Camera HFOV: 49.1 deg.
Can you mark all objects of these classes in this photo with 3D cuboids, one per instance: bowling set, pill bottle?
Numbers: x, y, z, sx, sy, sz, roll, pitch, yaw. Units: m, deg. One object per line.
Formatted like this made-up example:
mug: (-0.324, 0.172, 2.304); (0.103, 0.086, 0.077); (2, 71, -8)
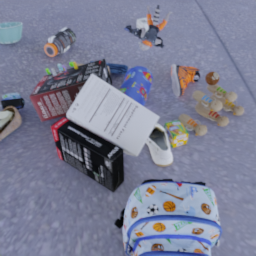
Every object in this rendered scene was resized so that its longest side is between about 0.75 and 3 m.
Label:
bowling set: (3.091, -0.929, 9.915); (2.569, 1.788, 1.379); (-33, 53, -26)
pill bottle: (-3.444, -4.253, 14.068); (0.965, 0.965, 1.817); (15, 44, 16)

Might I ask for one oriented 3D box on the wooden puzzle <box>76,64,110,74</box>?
wooden puzzle: (-1.524, -2.399, 12.012); (1.439, 0.360, 1.554); (4, 1, -1)

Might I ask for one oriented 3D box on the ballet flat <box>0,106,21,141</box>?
ballet flat: (-4.595, 0.162, 9.204); (0.908, 0.897, 2.668); (25, 47, 6)

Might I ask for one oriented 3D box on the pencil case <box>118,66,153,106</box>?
pencil case: (0.046, -1.174, 10.545); (1.274, 1.145, 2.934); (-9, 37, 29)

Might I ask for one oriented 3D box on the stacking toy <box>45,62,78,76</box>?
stacking toy: (-2.296, -2.093, 9.716); (0.916, 0.285, 1.215); (-18, 7, 1)

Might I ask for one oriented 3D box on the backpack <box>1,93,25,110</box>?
backpack: (-4.270, -0.962, 10.427); (0.795, 0.638, 0.868); (-10, 2, -14)

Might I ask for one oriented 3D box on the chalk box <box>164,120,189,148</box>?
chalk box: (1.574, 0.132, 9.552); (0.569, 0.566, 0.915); (-14, 45, -16)

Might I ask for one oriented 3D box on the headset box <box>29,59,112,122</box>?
headset box: (-2.094, -1.388, 10.193); (2.845, 1.067, 2.115); (-14, 29, 6)

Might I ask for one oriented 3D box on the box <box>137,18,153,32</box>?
box: (1.080, -5.903, 16.160); (0.900, 0.588, 0.895); (-19, 46, -19)

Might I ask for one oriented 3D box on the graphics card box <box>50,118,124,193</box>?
graphics card box: (-1.174, 0.770, 8.203); (2.301, 1.443, 0.585); (26, 48, 27)

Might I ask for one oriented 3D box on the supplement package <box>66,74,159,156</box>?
supplement package: (-0.498, -0.311, 8.376); (2.291, 1.389, 1.372); (32, 81, -9)

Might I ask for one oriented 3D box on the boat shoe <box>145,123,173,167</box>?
boat shoe: (0.894, 0.190, 9.302); (0.823, 0.805, 2.323); (-14, 43, -14)

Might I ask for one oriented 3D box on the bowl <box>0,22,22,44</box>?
bowl: (-6.364, -4.999, 14.827); (1.675, 0.876, 1.675); (-4, 31, 2)

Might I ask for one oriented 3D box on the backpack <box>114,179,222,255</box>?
backpack: (0.900, 2.151, 6.063); (2.389, 2.276, 1.840); (-2, 42, -4)

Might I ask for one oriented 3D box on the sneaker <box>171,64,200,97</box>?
sneaker: (2.475, -2.082, 11.793); (1.200, 0.831, 2.142); (1, 42, 3)

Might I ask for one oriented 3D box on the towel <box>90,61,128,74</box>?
towel: (-0.862, -2.703, 12.621); (1.656, 0.402, 0.925); (8, 10, 9)

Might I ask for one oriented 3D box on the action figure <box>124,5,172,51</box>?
action figure: (0.624, -3.338, 9.406); (1.521, 1.472, 0.796); (17, 9, -2)
